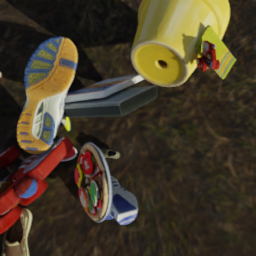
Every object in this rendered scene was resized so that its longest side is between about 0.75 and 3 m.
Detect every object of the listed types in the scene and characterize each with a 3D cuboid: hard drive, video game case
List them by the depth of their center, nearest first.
[{"bbox_3d":[-0.583,-0.706,7.751,2.359,0.388,1.646,1,21,40],"label":"hard drive"},{"bbox_3d":[-0.671,-1.177,8.129,1.547,0.189,2.164,-2,19,35],"label":"video game case"}]

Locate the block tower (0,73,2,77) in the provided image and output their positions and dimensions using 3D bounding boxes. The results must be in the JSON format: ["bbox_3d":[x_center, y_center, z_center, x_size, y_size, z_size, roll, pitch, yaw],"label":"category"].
[{"bbox_3d":[-5.439,-2.371,9.423,2.455,0.710,0.663,35,72,12],"label":"block tower"}]

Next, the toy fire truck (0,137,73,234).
[{"bbox_3d":[-2.647,1.277,6.700,1.453,2.176,2.591,54,33,-12],"label":"toy fire truck"}]

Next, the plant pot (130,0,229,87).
[{"bbox_3d":[1.320,-2.632,8.117,2.631,2.631,2.476,22,63,9],"label":"plant pot"}]

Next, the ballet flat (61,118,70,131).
[{"bbox_3d":[-1.955,-0.291,8.670,0.263,0.262,0.784,4,78,-34],"label":"ballet flat"}]

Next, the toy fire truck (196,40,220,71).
[{"bbox_3d":[1.964,-1.759,6.842,0.425,0.636,0.758,-6,29,-3],"label":"toy fire truck"}]

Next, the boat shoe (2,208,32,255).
[{"bbox_3d":[-2.965,3.023,7.208,0.696,0.698,1.886,-3,68,-1],"label":"boat shoe"}]

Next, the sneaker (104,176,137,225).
[{"bbox_3d":[-0.361,2.078,7.342,0.713,1.766,1.020,-3,110,-26],"label":"sneaker"}]

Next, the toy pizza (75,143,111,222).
[{"bbox_3d":[-0.972,1.351,6.956,0.311,1.964,1.964,-4,65,-30],"label":"toy pizza"}]

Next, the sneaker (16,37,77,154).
[{"bbox_3d":[-2.078,-0.829,7.098,1.098,1.286,2.917,18,89,-9],"label":"sneaker"}]

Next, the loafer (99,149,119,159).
[{"bbox_3d":[-0.645,0.735,8.276,0.778,0.271,0.293,3,72,2],"label":"loafer"}]

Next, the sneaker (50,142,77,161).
[{"bbox_3d":[-2.303,0.537,8.130,1.545,0.869,0.550,10,68,4],"label":"sneaker"}]

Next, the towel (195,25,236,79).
[{"bbox_3d":[2.408,-2.016,7.621,0.148,1.644,0.707,27,88,48],"label":"towel"}]
